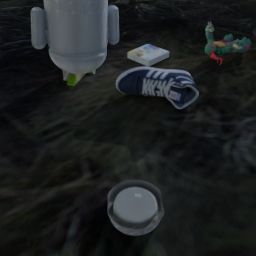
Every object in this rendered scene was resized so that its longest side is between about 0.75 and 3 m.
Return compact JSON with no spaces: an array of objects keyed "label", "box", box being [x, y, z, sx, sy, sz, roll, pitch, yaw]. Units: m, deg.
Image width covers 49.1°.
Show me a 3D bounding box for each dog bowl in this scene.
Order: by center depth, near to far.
[{"label":"dog bowl","box":[0.156,1.727,6.062,1.280,0.375,1.280,0,38,0]}]

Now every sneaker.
[{"label":"sneaker","box":[1.038,-1.341,9.503,2.784,0.976,1.510,-3,36,-9]}]

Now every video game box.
[{"label":"video game box","box":[0.899,-3.262,12.481,1.394,0.326,1.270,-31,50,-34]}]

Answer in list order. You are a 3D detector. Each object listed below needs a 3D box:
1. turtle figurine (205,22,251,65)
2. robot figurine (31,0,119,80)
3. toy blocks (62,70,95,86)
[{"label":"turtle figurine","box":[4.077,-3.654,12.167,2.722,1.371,2.038,-15,52,-42]},{"label":"robot figurine","box":[-1.242,-2.444,6.811,2.189,2.581,1.457,-9,35,-18]},{"label":"toy blocks","box":[-1.968,-2.909,11.025,1.135,1.552,2.271,12,40,15]}]
